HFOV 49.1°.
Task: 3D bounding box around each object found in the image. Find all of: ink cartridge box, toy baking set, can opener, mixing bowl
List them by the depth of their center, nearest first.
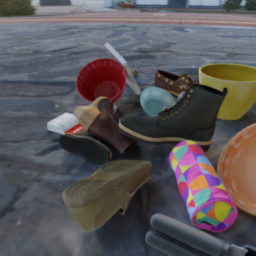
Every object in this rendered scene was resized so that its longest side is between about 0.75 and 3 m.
[{"bbox_3d":[1.521,2.175,4.820,2.427,0.647,0.812,16,-1,29],"label":"can opener"},{"bbox_3d":[1.657,-0.412,8.394,1.533,1.177,0.178,-41,30,-1],"label":"toy baking set"},{"bbox_3d":[-1.929,-0.102,9.331,1.179,0.336,0.958,10,29,28],"label":"ink cartridge box"},{"bbox_3d":[-0.938,-1.605,10.953,1.949,1.056,1.949,-4,67,8],"label":"mixing bowl"}]

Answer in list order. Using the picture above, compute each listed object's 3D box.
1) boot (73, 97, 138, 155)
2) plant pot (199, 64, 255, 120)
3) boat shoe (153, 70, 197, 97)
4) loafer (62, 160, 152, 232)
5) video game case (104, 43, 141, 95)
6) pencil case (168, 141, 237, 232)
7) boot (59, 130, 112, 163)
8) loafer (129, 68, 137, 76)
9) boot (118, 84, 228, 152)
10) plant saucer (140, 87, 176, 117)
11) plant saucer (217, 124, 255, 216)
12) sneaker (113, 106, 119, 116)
[{"bbox_3d":[-0.492,-0.060,8.604,1.882,0.819,2.263,38,21,8],"label":"boot"},{"bbox_3d":[3.599,-1.236,10.050,2.266,1.609,2.266,1,28,0],"label":"plant pot"},{"bbox_3d":[2.256,-1.854,11.992,2.659,0.935,0.936,18,29,28],"label":"boat shoe"},{"bbox_3d":[-0.329,1.312,5.956,0.992,0.879,2.608,0,10,36],"label":"loafer"},{"bbox_3d":[-0.197,-2.428,11.700,0.187,2.077,1.487,-37,57,-2],"label":"video game case"},{"bbox_3d":[1.535,1.202,6.175,0.987,0.987,2.233,-2,26,-4],"label":"pencil case"},{"bbox_3d":[-0.960,0.371,8.094,1.726,0.669,1.194,20,26,27],"label":"boot"},{"bbox_3d":[-0.391,-3.023,14.566,1.785,0.602,0.679,6,28,11],"label":"loafer"},{"bbox_3d":[1.168,-0.485,7.584,2.657,1.838,1.029,8,30,-8],"label":"boot"},{"bbox_3d":[0.962,-0.723,9.404,1.367,1.367,0.263,15,47,26],"label":"plant saucer"},{"bbox_3d":[3.233,0.866,6.129,2.467,0.462,2.467,-25,39,22],"label":"plant saucer"},{"bbox_3d":[-1.127,-0.603,10.119,1.469,0.551,0.637,-4,20,-25],"label":"sneaker"}]
